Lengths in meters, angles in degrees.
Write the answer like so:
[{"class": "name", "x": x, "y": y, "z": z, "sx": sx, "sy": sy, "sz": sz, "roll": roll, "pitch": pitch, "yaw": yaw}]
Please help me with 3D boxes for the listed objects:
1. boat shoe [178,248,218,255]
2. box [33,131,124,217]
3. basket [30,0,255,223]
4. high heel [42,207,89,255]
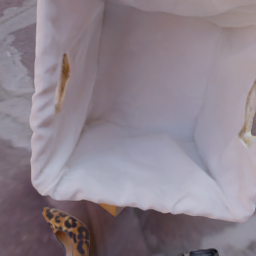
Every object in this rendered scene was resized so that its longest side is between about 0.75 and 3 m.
[{"class": "boat shoe", "x": 1.249, "y": 2.356, "z": 5.138, "sx": 0.840, "sy": 0.239, "sz": 0.281, "roll": -8, "pitch": 47, "yaw": -7}, {"class": "box", "x": -0.792, "y": 0.570, "z": 6.006, "sx": 2.245, "sy": 1.396, "sz": 1.094, "roll": 30, "pitch": 54, "yaw": 25}, {"class": "basket", "x": 0.370, "y": -0.608, "z": 3.970, "sx": 2.824, "sy": 2.799, "sz": 2.271, "roll": 8, "pitch": 18, "yaw": -1}, {"class": "high heel", "x": -1.186, "y": 2.314, "z": 4.839, "sx": 1.908, "sy": 0.681, "sz": 1.360, "roll": 36, "pitch": 49, "yaw": 18}]
